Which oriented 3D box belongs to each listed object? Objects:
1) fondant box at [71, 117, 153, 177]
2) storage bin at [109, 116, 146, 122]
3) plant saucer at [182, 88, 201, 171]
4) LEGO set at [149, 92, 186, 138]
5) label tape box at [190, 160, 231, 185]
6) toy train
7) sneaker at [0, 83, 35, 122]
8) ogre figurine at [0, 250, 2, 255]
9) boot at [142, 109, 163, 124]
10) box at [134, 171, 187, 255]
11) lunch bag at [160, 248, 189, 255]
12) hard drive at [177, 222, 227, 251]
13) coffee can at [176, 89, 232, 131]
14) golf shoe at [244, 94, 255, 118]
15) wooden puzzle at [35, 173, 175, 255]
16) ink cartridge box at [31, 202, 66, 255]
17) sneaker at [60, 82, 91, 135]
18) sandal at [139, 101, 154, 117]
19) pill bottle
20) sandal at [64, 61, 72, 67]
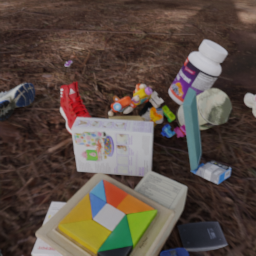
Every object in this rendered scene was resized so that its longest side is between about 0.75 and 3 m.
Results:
[{"bbox_3d":[-0.463,0.640,9.136,2.510,1.811,0.731,3,35,4],"label":"fondant box"},{"bbox_3d":[-0.026,0.231,10.705,1.482,0.699,1.492,-1,35,-3],"label":"storage bin"},{"bbox_3d":[2.063,0.125,8.842,0.256,2.701,0.944,4,40,24],"label":"plant saucer"},{"bbox_3d":[1.306,-0.250,10.911,0.812,0.874,2.129,-34,81,-27],"label":"LEGO set"},{"bbox_3d":[2.701,1.377,9.201,0.754,0.348,1.052,-19,31,-39],"label":"label tape box"},{"bbox_3d":[0.082,-1.179,11.285,1.863,0.690,2.480,-29,-3,9],"label":"toy train"},{"bbox_3d":[-5.400,-1.334,12.686,1.155,1.045,2.712,12,36,24],"label":"sneaker"},{"bbox_3d":[-4.024,3.034,6.562,1.990,0.977,1.193,-21,56,-4],"label":"ogre figurine"},{"bbox_3d":[0.799,-0.516,11.729,1.372,0.656,0.505,-5,28,-10],"label":"boot"},{"bbox_3d":[0.409,2.454,7.204,1.278,1.046,2.692,21,40,27],"label":"box"},{"bbox_3d":[1.128,3.264,6.359,0.718,0.699,1.057,-8,37,-12],"label":"lunch bag"},{"bbox_3d":[1.920,2.856,7.343,1.131,0.239,0.763,-4,35,-5],"label":"hard drive"},{"bbox_3d":[2.780,-0.578,10.517,1.312,1.312,1.793,-14,-7,-19],"label":"coffee can"},{"bbox_3d":[5.819,-1.188,12.585,0.718,0.873,1.908,-2,34,-2],"label":"golf shoe"},{"bbox_3d":[-0.469,2.116,6.376,2.470,0.460,2.285,20,41,26],"label":"wooden puzzle"},{"bbox_3d":[-1.510,2.791,6.733,1.065,1.038,1.657,3,35,4],"label":"ink cartridge box"},{"bbox_3d":[-2.192,-0.846,11.368,1.100,1.622,2.808,-23,42,-26],"label":"sneaker"},{"bbox_3d":[0.937,-0.871,12.516,0.507,0.323,1.348,25,54,29],"label":"sandal"},{"bbox_3d":[3.057,-2.333,12.265,1.531,2.748,1.531,19,35,-14],"label":"pill bottle"},{"bbox_3d":[-3.669,-3.965,17.110,0.330,0.199,0.811,5,35,7],"label":"sandal"}]
